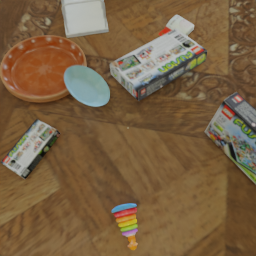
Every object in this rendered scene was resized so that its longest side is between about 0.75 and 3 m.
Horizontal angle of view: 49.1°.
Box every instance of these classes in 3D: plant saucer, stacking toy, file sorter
[{"bbox_3d":[-2.676,-1.905,8.996,2.660,0.429,2.660,1,59,-2],"label":"plant saucer"},{"bbox_3d":[0.017,2.394,6.777,0.619,0.585,1.066,-15,74,-1],"label":"stacking toy"},{"bbox_3d":[-1.226,-1.157,8.112,1.464,0.282,1.464,23,46,-26],"label":"plant saucer"},{"bbox_3d":[-1.646,-4.578,9.939,1.515,1.359,2.183,-10,62,-6],"label":"file sorter"}]

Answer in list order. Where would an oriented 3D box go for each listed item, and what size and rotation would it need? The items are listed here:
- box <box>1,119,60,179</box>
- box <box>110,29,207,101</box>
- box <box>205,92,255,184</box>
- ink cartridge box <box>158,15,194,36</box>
[{"bbox_3d":[-2.658,0.543,7.685,0.840,0.265,1.527,25,68,26],"label":"box"},{"bbox_3d":[0.969,-2.092,8.939,2.756,0.478,1.517,-32,59,-17],"label":"box"},{"bbox_3d":[3.283,0.607,6.987,0.494,1.566,2.845,-31,65,-21],"label":"box"},{"bbox_3d":[1.722,-3.501,9.974,0.830,0.291,1.021,40,68,18],"label":"ink cartridge box"}]
